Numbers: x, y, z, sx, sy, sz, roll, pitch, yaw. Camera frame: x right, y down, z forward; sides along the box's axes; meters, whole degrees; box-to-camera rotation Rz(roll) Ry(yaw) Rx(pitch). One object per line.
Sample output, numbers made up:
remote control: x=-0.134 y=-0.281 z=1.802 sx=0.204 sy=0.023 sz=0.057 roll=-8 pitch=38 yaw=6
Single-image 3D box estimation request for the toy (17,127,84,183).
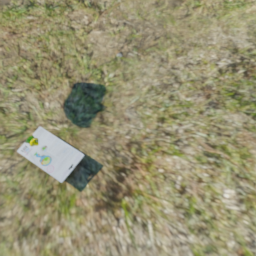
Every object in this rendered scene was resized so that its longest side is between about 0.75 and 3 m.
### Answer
toy: x=-2.282 y=0.810 z=8.330 sx=1.772 sy=0.418 sz=1.020 roll=31 pitch=66 yaw=15
